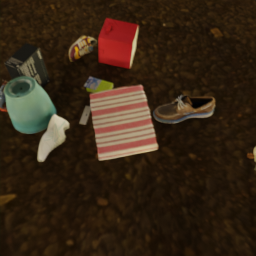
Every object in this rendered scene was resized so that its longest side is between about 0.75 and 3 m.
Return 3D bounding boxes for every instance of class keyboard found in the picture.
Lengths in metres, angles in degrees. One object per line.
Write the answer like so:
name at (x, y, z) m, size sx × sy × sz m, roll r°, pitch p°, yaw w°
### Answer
keyboard at (-1.693, -0.511, 11.145) m, size 0.253 × 0.048 × 0.899 m, roll 12°, pitch 56°, yaw 2°

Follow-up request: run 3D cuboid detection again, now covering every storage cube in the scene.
storage cube at (-0.440, -3.738, 12.456) m, size 1.481 × 1.648 × 1.408 m, roll 13°, pitch 55°, yaw 1°

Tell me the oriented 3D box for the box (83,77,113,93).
box at (-1.252, -1.742, 11.860) m, size 1.081 × 0.258 × 0.659 m, roll 18°, pitch 57°, yaw 12°

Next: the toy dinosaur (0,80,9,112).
toy dinosaur at (-4.988, -1.262, 11.510) m, size 0.730 × 1.391 × 1.262 m, roll 19°, pitch 80°, yaw -24°

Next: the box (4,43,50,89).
box at (-3.966, -2.203, 11.202) m, size 0.724 × 1.837 × 1.296 m, roll 26°, pitch 59°, yaw 15°

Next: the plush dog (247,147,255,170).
plush dog at (5.009, 0.855, 9.752) m, size 1.254 × 1.172 × 1.461 m, roll -11°, pitch 84°, yaw -24°

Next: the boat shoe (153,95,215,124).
boat shoe at (2.162, -0.844, 10.844) m, size 2.426 × 0.878 × 0.876 m, roll -10°, pitch 53°, yaw -8°

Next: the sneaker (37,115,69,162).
sneaker at (-2.710, 0.406, 10.143) m, size 0.748 × 0.656 × 1.866 m, roll 22°, pitch 62°, yaw -8°

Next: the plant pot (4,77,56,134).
plant pot at (-3.724, -0.942, 10.401) m, size 1.714 × 1.610 × 1.714 m, roll -2°, pitch 52°, yaw 2°

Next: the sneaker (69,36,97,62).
sneaker at (-2.092, -3.664, 12.971) m, size 0.763 × 0.635 × 1.693 m, roll 15°, pitch 57°, yaw 18°

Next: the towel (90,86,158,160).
towel at (-0.234, -0.264, 10.672) m, size 2.192 × 0.448 × 2.995 m, roll -10°, pitch 61°, yaw -2°
